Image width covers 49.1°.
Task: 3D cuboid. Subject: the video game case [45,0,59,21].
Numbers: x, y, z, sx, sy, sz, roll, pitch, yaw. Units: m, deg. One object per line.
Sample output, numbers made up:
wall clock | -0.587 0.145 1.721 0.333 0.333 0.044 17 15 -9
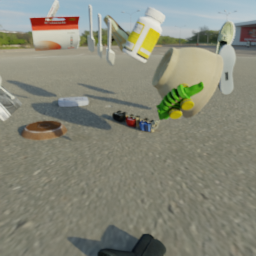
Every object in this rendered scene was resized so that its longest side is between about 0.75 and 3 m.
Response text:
video game case | -2.928 -4.169 10.530 0.144 1.146 1.257 28 7 -18

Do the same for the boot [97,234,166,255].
boot | 0.084 2.165 4.856 0.990 0.378 0.832 16 28 23

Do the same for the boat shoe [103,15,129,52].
boat shoe | -0.655 -4.316 12.838 0.842 0.894 2.349 31 20 -51

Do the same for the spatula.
spatula | -1.038 -3.450 10.624 0.168 2.095 1.456 -37 66 -27

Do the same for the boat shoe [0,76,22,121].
boat shoe | -3.739 -1.184 7.386 2.281 0.818 0.773 41 70 14

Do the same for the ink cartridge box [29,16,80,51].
ink cartridge box | -2.054 -2.661 8.022 1.337 0.413 1.648 -7 1 -14

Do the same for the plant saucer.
plant saucer | -3.357 0.043 11.189 1.788 0.308 1.788 -1 18 0

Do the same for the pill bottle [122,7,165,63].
pill bottle | 0.681 -3.791 11.474 1.118 2.008 1.118 27 15 -8

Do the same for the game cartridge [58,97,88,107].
game cartridge | -3.037 -1.446 15.517 1.617 0.331 1.076 -4 16 -11

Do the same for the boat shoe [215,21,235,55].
boat shoe | 4.314 -3.862 12.471 0.673 1.871 0.580 13 4 17

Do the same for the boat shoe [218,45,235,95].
boat shoe | 3.870 -2.358 11.252 0.721 1.954 0.667 -15 26 0

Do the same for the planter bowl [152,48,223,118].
planter bowl | 1.637 -1.567 8.577 1.442 2.142 2.142 25 15 -13

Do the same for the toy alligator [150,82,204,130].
toy alligator | 0.949 -0.513 6.647 0.531 1.957 0.580 15 53 -30

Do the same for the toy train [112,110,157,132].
toy train | 0.208 -0.303 11.970 0.590 0.440 2.577 -21 27 -38
